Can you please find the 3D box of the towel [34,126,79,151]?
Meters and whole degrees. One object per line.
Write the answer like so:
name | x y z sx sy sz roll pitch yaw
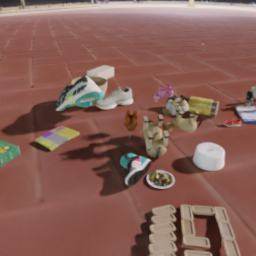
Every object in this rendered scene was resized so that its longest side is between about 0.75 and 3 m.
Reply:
towel | -2.692 0.364 10.724 1.059 0.168 1.475 20 35 31

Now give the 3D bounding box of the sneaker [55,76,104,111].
sneaker | -2.209 -1.210 12.150 2.936 1.169 1.138 -13 54 47

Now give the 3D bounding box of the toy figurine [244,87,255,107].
toy figurine | 6.220 -1.353 13.229 1.208 0.854 1.227 12 32 32

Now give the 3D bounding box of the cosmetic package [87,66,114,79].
cosmetic package | -1.644 -3.249 16.866 0.822 0.581 1.588 20 35 31

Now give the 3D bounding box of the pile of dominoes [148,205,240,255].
pile of dominoes | 1.462 2.707 6.488 1.983 0.405 2.544 3 21 6

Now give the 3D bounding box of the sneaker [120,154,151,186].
sneaker | 0.064 1.227 8.682 0.838 0.581 1.389 21 27 24

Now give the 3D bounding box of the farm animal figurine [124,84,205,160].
farm animal figurine | 1.245 -0.178 10.311 2.713 1.364 2.191 -34 55 -28

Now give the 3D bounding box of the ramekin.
ramekin | 2.709 0.927 9.344 1.024 0.499 1.024 0 28 0

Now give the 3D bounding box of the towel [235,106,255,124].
towel | 5.508 -0.602 12.463 1.108 0.180 1.509 1 29 3

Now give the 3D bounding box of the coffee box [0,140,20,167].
coffee box | -4.688 1.046 9.212 1.148 0.411 1.867 13 31 23

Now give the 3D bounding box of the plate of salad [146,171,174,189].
plate of salad | 0.991 1.533 8.546 0.854 0.205 0.854 0 28 0

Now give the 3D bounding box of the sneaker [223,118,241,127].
sneaker | 4.335 -0.258 11.675 0.772 0.328 0.297 -3 29 -6

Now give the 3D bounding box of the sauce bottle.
sauce bottle | 2.909 -1.073 12.748 2.287 0.740 0.740 14 32 24

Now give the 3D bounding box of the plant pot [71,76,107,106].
plant pot | -1.823 -1.699 13.473 1.672 1.122 1.672 0 30 0

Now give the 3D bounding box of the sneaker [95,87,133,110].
sneaker | -0.678 -1.472 13.306 1.932 0.889 0.732 -17 32 -27
